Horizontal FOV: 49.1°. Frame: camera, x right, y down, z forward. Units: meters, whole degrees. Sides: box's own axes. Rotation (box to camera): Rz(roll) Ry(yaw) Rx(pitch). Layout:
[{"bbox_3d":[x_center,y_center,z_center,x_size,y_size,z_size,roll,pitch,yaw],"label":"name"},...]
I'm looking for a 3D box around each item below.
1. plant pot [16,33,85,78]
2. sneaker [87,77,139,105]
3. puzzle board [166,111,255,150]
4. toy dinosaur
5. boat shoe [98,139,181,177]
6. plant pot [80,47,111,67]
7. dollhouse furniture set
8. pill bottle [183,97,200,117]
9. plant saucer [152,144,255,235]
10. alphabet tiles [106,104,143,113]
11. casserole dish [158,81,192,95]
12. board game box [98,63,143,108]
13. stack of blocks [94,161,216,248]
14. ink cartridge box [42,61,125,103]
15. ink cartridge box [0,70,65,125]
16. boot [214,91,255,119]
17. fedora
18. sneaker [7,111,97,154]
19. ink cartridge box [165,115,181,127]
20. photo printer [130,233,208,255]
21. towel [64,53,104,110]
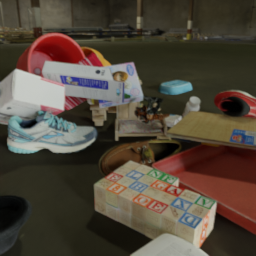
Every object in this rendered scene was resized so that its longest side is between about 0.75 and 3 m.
[{"bbox_3d":[-3.749,-2.706,12.993,2.878,2.878,2.546,-18,17,-38],"label":"plant pot"},{"bbox_3d":[-0.433,-1.499,11.775,2.516,0.983,1.136,-33,37,-23],"label":"sneaker"},{"bbox_3d":[2.517,0.023,7.797,2.187,0.252,2.902,9,18,23],"label":"puzzle board"},{"bbox_3d":[0.743,-0.521,8.654,1.279,0.868,0.653,13,9,22],"label":"toy dinosaur"},{"bbox_3d":[0.317,0.602,6.505,2.092,0.753,0.711,-16,-5,-34],"label":"boat shoe"},{"bbox_3d":[-1.813,-3.007,14.751,2.086,2.086,1.910,11,9,27],"label":"plant pot"},{"bbox_3d":[-0.072,-0.547,8.893,2.461,1.409,2.885,-1,21,-3],"label":"dollhouse furniture set"},{"bbox_3d":[2.244,-0.676,9.852,0.468,0.818,0.468,4,49,-5],"label":"pill bottle"},{"bbox_3d":[2.405,1.075,5.868,2.796,0.514,2.801,-16,25,-35],"label":"plant saucer"},{"bbox_3d":[-0.216,-0.824,11.480,1.546,0.058,1.293,3,21,7],"label":"alphabet tiles"},{"bbox_3d":[2.421,-2.107,14.369,2.008,0.389,1.216,-20,28,-39],"label":"casserole dish"},{"bbox_3d":[-0.372,-1.453,9.386,1.463,0.302,1.466,-11,63,-8],"label":"board game box"},{"bbox_3d":[0.505,1.346,5.105,2.010,0.589,1.157,15,26,34],"label":"stack of blocks"},{"bbox_3d":[-1.251,-1.347,8.381,2.378,1.183,0.466,9,64,1],"label":"ink cartridge box"},{"bbox_3d":[-3.094,-0.739,8.266,1.548,0.901,2.125,13,-22,-43],"label":"ink cartridge box"},{"bbox_3d":[3.382,-0.846,9.463,1.742,0.874,2.415,4,14,-25],"label":"boot"},{"bbox_3d":[-2.106,1.608,4.482,1.214,0.554,1.214,1,19,0],"label":"fedora"},{"bbox_3d":[-2.091,0.083,7.714,2.472,1.067,0.960,-4,24,-9],"label":"sneaker"},{"bbox_3d":[1.491,-0.219,9.627,0.435,0.250,0.750,12,24,32],"label":"ink cartridge box"},{"bbox_3d":[0.529,1.977,3.656,1.320,0.458,1.098,-17,26,-38],"label":"photo printer"},{"bbox_3d":[-1.763,-1.605,10.106,2.234,1.616,0.251,-29,51,12],"label":"towel"}]
